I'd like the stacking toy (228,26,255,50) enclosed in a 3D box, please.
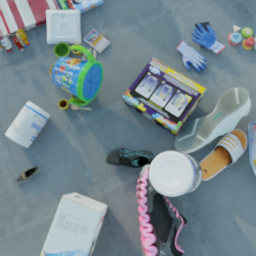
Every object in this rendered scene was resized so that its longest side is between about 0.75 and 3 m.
[{"bbox_3d":[3.906,-3.152,9.521,0.863,0.364,0.781,13,81,2],"label":"stacking toy"}]

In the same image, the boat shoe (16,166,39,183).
[{"bbox_3d":[-3.173,1.458,8.765,0.791,0.238,0.282,-34,82,-6],"label":"boat shoe"}]

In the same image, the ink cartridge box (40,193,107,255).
[{"bbox_3d":[-1.561,3.292,7.543,1.136,2.000,2.744,19,80,3],"label":"ink cartridge box"}]

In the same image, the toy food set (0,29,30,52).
[{"bbox_3d":[-3.789,-2.744,9.324,1.160,0.554,0.522,-28,98,11],"label":"toy food set"}]

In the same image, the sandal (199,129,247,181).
[{"bbox_3d":[2.989,0.862,8.679,2.081,0.596,0.797,-43,81,-7],"label":"sandal"}]

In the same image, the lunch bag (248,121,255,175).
[{"bbox_3d":[4.574,0.687,8.437,1.609,1.206,1.897,4,70,-1],"label":"lunch bag"}]

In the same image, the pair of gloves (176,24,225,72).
[{"bbox_3d":[2.384,-2.661,9.399,1.249,0.177,1.554,44,92,4],"label":"pair of gloves"}]

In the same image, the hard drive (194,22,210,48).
[{"bbox_3d":[2.593,-3.187,9.618,0.579,0.182,0.859,-10,80,-2],"label":"hard drive"}]

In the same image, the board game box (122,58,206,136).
[{"bbox_3d":[1.119,-1.005,8.861,2.053,0.582,1.697,35,80,17],"label":"board game box"}]

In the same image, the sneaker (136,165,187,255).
[{"bbox_3d":[0.986,2.503,8.175,1.384,1.147,2.902,-5,89,-2],"label":"sneaker"}]

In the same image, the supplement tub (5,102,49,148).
[{"bbox_3d":[-3.121,-0.105,8.745,0.821,0.821,1.245,31,83,5],"label":"supplement tub"}]

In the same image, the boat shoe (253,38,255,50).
[{"bbox_3d":[5.360,-2.622,9.194,2.296,0.814,0.828,12,80,2],"label":"boat shoe"}]

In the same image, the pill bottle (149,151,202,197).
[{"bbox_3d":[1.425,1.271,7.807,1.144,2.011,1.144,-4,81,23],"label":"pill bottle"}]

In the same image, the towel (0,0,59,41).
[{"bbox_3d":[-3.829,-4.184,9.757,2.562,0.291,1.845,-24,79,-5],"label":"towel"}]

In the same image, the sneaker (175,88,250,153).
[{"bbox_3d":[2.677,-0.017,8.645,2.684,1.076,0.944,-39,49,12],"label":"sneaker"}]

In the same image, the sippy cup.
[{"bbox_3d":[-1.592,-1.564,8.557,1.225,1.313,1.672,20,90,17],"label":"sippy cup"}]

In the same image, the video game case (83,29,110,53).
[{"bbox_3d":[-1.077,-2.984,9.617,0.754,0.066,0.539,41,77,6],"label":"video game case"}]

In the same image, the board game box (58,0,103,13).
[{"bbox_3d":[-1.727,-4.570,9.827,1.386,0.254,1.049,-26,80,-5],"label":"board game box"}]

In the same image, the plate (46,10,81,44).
[{"bbox_3d":[-2.196,-3.444,9.503,1.151,0.186,1.154,-2,92,-5],"label":"plate"}]

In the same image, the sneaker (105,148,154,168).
[{"bbox_3d":[0.027,0.935,8.557,1.508,0.598,0.568,-4,104,5],"label":"sneaker"}]

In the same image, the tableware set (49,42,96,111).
[{"bbox_3d":[-1.878,-1.716,9.272,1.570,0.358,2.331,4,80,1],"label":"tableware set"}]
